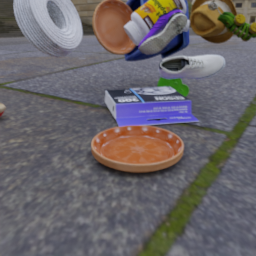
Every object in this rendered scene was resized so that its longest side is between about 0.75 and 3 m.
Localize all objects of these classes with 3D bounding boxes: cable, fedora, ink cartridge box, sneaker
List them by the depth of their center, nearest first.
[{"bbox_3d":[-2.137,-2.979,7.750,0.714,2.063,2.064,-17,56,27],"label":"cable"},{"bbox_3d":[0.998,-2.970,8.534,0.591,1.700,0.845,30,37,-41],"label":"sneaker"},{"bbox_3d":[2.047,-1.981,9.115,2.167,0.791,0.767,-8,-7,12],"label":"sneaker"},{"bbox_3d":[0.767,-0.895,10.631,2.918,0.639,2.945,-5,24,-13],"label":"ink cartridge box"},{"bbox_3d":[3.110,-4.149,10.840,0.892,2.187,2.187,-33,36,-26],"label":"fedora"}]

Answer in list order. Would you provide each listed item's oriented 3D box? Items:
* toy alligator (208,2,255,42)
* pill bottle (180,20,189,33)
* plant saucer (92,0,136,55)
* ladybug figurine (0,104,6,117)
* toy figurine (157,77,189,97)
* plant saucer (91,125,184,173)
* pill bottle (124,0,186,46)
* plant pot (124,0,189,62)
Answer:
[{"bbox_3d":[2.764,-2.697,7.361,1.691,0.406,0.560,29,-11,0],"label":"toy alligator"},{"bbox_3d":[1.836,-4.141,11.192,1.146,0.626,0.626,7,22,-1],"label":"pill bottle"},{"bbox_3d":[-0.562,-4.363,12.262,2.363,2.363,0.442,-16,11,-34],"label":"plant saucer"},{"bbox_3d":[-5.061,-0.529,9.700,1.574,0.566,1.068,-9,24,-33],"label":"ladybug figurine"},{"bbox_3d":[2.048,-1.961,13.051,1.466,1.100,1.349,22,13,-3],"label":"toy figurine"},{"bbox_3d":[0.238,0.535,7.445,2.417,0.390,2.417,1,23,0],"label":"plant saucer"},{"bbox_3d":[0.948,-4.040,10.298,2.192,1.198,1.198,-38,25,3],"label":"pill bottle"},{"bbox_3d":[1.282,-4.597,12.906,2.408,2.679,2.678,-4,1,-19],"label":"plant pot"}]
